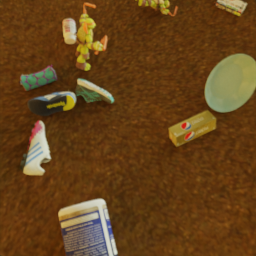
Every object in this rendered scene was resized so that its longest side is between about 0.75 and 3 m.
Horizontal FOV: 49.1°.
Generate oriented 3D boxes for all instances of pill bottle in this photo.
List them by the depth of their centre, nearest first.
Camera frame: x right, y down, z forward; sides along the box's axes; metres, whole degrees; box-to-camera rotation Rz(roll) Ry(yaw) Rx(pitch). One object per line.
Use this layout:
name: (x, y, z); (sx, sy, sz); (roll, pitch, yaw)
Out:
pill bottle: (-1.116, 3.505, 8.242); (1.448, 1.448, 2.503); (-14, 74, -5)
pill bottle: (-2.413, -3.953, 11.517); (0.509, 0.509, 0.898); (-7, 76, -3)

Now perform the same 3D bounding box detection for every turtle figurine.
turtle figurine: (-1.543, -3.142, 10.293); (0.827, 2.070, 2.567); (-10, 58, -26)
turtle figurine: (1.122, -5.415, 11.945); (1.602, 0.640, 1.986); (1, 60, -24)

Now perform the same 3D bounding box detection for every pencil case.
pencil case: (-3.442, -1.908, 10.740); (1.340, 0.570, 0.619); (-21, 109, -9)

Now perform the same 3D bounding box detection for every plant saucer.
plant saucer: (3.650, -1.629, 10.144); (2.191, 2.191, 0.422); (-22, 33, -8)

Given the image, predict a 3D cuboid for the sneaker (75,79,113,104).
sneaker: (-1.302, -1.223, 10.554); (1.562, 0.606, 0.712); (28, 103, 8)

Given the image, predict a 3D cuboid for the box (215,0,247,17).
box: (4.482, -5.378, 12.230); (1.191, 0.207, 0.655); (29, 72, 10)

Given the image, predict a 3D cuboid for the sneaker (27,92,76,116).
sneaker: (-2.775, -0.924, 10.355); (1.863, 0.689, 0.766); (-6, 27, 10)

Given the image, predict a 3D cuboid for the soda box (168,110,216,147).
soda box: (2.284, 0.017, 9.953); (1.637, 0.555, 0.524); (-25, 47, -10)

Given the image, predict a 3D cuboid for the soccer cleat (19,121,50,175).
soccer cleat: (-3.080, 0.722, 9.718); (0.879, 0.712, 2.037); (17, 55, -17)
